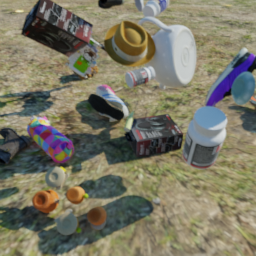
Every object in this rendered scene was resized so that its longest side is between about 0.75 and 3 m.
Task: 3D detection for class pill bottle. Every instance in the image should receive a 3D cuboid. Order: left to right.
[{"bbox_3d":[0.342,-1.431,7.843,0.770,0.446,0.446,-21,40,-18],"label":"pill bottle"},{"bbox_3d":[1.157,-5.117,11.819,0.703,0.703,1.215,21,53,27],"label":"pill bottle"},{"bbox_3d":[1.955,0.281,7.201,0.933,1.610,0.933,0,50,0],"label":"pill bottle"}]

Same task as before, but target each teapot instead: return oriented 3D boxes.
[{"bbox_3d":[1.253,-2.456,9.669,1.610,2.204,2.176,8,8,35],"label":"teapot"}]

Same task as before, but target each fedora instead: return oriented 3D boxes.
[{"bbox_3d":[0.080,-2.670,8.452,1.698,0.692,1.698,3,67,-6],"label":"fedora"}]

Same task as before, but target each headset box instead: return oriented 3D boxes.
[{"bbox_3d":[-2.404,-3.400,9.835,2.130,0.822,1.585,21,-19,-35],"label":"headset box"},{"bbox_3d":[0.813,0.243,10.102,1.888,0.729,1.405,-8,35,-14],"label":"headset box"}]

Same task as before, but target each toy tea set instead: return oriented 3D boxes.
[{"bbox_3d":[-1.563,2.083,7.504,2.141,0.792,1.273,37,80,17],"label":"toy tea set"}]

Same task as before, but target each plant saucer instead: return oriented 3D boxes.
[{"bbox_3d":[2.662,-0.940,6.623,0.153,0.794,0.794,7,32,-17],"label":"plant saucer"}]

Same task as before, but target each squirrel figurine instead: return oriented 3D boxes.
[{"bbox_3d":[-2.195,-3.159,15.003,1.077,0.816,1.153,-16,40,-33],"label":"squirrel figurine"}]

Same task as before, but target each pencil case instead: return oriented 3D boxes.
[{"bbox_3d":[-2.745,0.356,9.787,0.927,0.927,2.099,-26,45,-32],"label":"pencil case"}]

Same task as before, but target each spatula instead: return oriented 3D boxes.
[{"bbox_3d":[-1.575,-4.091,12.847,0.799,0.291,2.828,39,5,31],"label":"spatula"}]

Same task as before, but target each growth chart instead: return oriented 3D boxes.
[{"bbox_3d":[-1.838,-2.995,11.735,1.219,1.685,0.149,23,22,-22],"label":"growth chart"}]

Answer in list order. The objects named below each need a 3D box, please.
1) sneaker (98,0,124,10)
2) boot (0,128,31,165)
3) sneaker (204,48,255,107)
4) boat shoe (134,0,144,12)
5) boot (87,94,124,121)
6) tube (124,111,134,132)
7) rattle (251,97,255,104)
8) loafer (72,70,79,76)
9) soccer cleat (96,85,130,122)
[{"bbox_3d":[-0.852,-4.574,10.009,0.765,0.538,1.440,-16,20,-35],"label":"sneaker"},{"bbox_3d":[-4.324,0.619,9.746,1.503,0.520,1.309,20,39,22],"label":"boot"},{"bbox_3d":[3.082,-1.236,8.092,0.985,1.981,0.689,39,15,14],"label":"sneaker"},{"bbox_3d":[0.542,-6.122,12.942,0.451,1.380,0.508,-29,29,-25],"label":"boat shoe"},{"bbox_3d":[-0.557,-0.616,7.226,1.000,0.387,0.692,35,21,-15],"label":"boot"},{"bbox_3d":[0.030,-0.220,9.182,0.232,0.208,0.800,-1,46,19],"label":"tube"},{"bbox_3d":[6.629,-0.648,11.655,2.994,2.139,1.949,-7,1,19],"label":"rattle"},{"bbox_3d":[-2.067,-3.108,12.786,0.682,0.605,1.793,-12,38,29],"label":"loafer"},{"bbox_3d":[-0.958,-1.097,11.903,1.111,0.899,2.574,-27,40,-20],"label":"soccer cleat"}]
